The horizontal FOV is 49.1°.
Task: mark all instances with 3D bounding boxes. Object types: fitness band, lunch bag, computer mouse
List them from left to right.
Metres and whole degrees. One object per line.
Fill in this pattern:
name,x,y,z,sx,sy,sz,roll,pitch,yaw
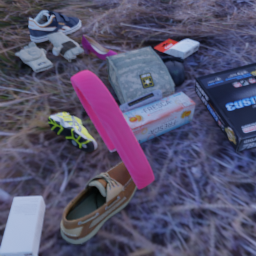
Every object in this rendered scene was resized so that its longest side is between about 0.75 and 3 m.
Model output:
fitness band,-0.328,0.066,5.852,0.511,2.733,1.962,-32,20,-7
lunch bag,0.378,-1.623,9.354,1.731,1.241,2.111,-17,49,-12
computer mouse,1.645,-2.261,10.538,1.263,0.481,1.824,-3,45,-2

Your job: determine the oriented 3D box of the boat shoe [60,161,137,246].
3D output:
boat shoe,-0.543,1.495,6.242,0.896,0.875,2.369,25,48,24

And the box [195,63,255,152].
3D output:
box,3.959,-0.825,8.636,2.883,0.716,2.862,-14,47,-6

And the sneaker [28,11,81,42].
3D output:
sneaker,-3.343,-4.890,13.010,1.054,1.067,2.687,31,50,31

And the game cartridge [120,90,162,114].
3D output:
game cartridge,0.375,-0.594,8.439,1.357,0.905,0.275,-24,59,-13

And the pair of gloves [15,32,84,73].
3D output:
pair of gloves,-3.196,-3.112,11.555,2.424,0.425,2.061,-33,56,-28

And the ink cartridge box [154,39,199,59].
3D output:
ink cartridge box,2.077,-3.534,12.033,1.519,0.359,1.216,31,50,28

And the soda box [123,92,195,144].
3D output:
soda box,0.869,-0.288,8.241,2.232,0.763,0.710,-21,47,-21

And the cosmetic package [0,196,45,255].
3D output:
cosmetic package,-2.184,2.101,5.910,0.646,0.470,1.270,-2,45,-1

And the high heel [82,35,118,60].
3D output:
high heel,-1.154,-3.301,11.471,1.643,0.788,0.553,21,47,21

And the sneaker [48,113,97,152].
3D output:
sneaker,-1.491,0.027,7.924,1.765,0.665,0.674,34,49,24
